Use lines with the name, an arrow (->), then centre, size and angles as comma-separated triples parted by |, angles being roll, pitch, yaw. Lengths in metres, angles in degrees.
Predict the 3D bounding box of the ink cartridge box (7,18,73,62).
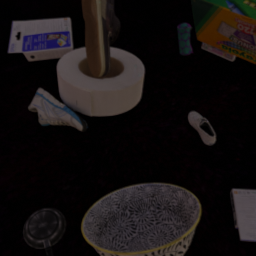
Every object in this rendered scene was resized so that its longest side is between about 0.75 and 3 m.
ink cartridge box -> -3.723, -3.877, 12.140 | 2.589, 0.562, 2.565 | -6, 50, -8

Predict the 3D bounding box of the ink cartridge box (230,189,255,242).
ink cartridge box -> 3.383, 2.234, 7.054 | 1.369, 0.300, 1.382 | 1, 49, 8

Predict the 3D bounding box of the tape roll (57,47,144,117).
tape roll -> -0.942, -1.696, 9.718 | 2.981, 1.042, 2.981 | 4, 42, -4

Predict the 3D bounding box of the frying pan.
frying pan -> -2.101, 2.708, 6.757 | 1.043, 0.281, 1.725 | 0, 46, 1

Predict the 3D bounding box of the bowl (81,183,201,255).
bowl -> 0.370, 2.339, 6.154 | 2.558, 1.200, 2.558 | -11, 15, 3

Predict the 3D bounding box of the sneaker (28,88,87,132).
sneaker -> -2.330, -0.348, 9.126 | 2.265, 0.849, 0.981 | 32, 79, 22

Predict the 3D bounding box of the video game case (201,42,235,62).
video game case -> 3.788, -3.815, 11.084 | 1.506, 2.103, 0.189 | 33, 56, 25

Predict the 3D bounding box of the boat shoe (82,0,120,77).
boat shoe -> -0.577, -2.375, 6.639 | 0.798, 0.885, 2.461 | 0, 74, -27

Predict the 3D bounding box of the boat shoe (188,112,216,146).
boat shoe -> 2.404, -0.098, 8.992 | 0.516, 0.458, 1.402 | -18, 52, -15

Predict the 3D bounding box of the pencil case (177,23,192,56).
pencil case -> 1.933, -2.986, 9.481 | 0.457, 0.990, 0.421 | -4, 38, 12

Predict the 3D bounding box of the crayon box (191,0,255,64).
crayon box -> 2.890, -2.334, 6.494 | 2.745, 1.630, 0.800 | 33, 84, 26
